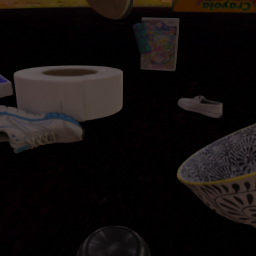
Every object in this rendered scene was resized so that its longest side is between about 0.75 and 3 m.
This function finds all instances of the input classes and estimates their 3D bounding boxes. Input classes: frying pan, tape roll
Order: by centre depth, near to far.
[{"bbox_3d":[-0.047,1.871,3.629,1.043,0.281,1.725,-15,28,-25],"label":"frying pan"},{"bbox_3d":[-1.611,-1.080,7.913,2.981,1.042,2.981,1,19,0],"label":"tape roll"}]

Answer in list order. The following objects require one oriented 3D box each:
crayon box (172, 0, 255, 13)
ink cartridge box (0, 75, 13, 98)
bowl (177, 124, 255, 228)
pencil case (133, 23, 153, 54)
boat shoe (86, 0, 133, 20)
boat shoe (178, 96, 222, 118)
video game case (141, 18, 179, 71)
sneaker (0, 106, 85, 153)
[{"bbox_3d":[2.520,-3.832,6.988,2.745,1.630,0.800,5,56,11],"label":"crayon box"},{"bbox_3d":[-5.615,-1.388,9.403,2.589,0.562,2.565,-19,33,-35],"label":"ink cartridge box"},{"bbox_3d":[2.163,0.736,4.285,2.558,1.200,2.558,-26,3,1],"label":"bowl"},{"bbox_3d":[0.494,-2.973,9.317,0.457,0.990,0.421,-22,23,-15],"label":"pencil case"},{"bbox_3d":[-0.567,-3.019,5.626,0.798,0.885,2.461,-2,47,-51],"label":"boat shoe"},{"bbox_3d":[2.132,-0.726,8.284,1.402,0.458,0.516,19,34,32],"label":"boat shoe"},{"bbox_3d":[1.296,-3.476,11.726,1.506,2.103,0.189,6,27,10],"label":"video game case"},{"bbox_3d":[-2.134,0.187,6.424,2.265,0.849,0.981,6,51,7],"label":"sneaker"}]
